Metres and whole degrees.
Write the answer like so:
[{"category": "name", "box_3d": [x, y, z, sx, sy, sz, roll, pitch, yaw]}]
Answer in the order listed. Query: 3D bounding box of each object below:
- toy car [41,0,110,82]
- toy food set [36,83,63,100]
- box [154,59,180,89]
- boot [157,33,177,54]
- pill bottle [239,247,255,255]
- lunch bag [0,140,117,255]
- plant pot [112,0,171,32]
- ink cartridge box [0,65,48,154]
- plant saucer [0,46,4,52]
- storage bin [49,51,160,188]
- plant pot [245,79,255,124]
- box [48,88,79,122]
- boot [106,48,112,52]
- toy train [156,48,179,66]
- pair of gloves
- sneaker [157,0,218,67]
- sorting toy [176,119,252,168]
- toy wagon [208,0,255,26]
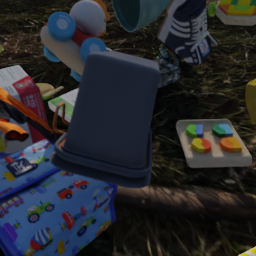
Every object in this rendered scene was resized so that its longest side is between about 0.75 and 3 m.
[{"category": "toy car", "box_3d": [-1.136, -2.748, 7.987, 1.926, 2.007, 2.177, 37, 75, -12]}, {"category": "toy food set", "box_3d": [-3.387, -1.337, 10.519, 1.756, 0.353, 1.213, 13, 32, 25]}, {"category": "box", "box_3d": [1.245, -2.201, 11.356, 1.355, 0.584, 1.110, -25, 44, -29]}, {"category": "boot", "box_3d": [1.990, -4.142, 13.038, 1.707, 0.905, 2.593, 15, 25, -35]}, {"category": "pill bottle", "box_3d": [2.617, 2.511, 5.052, 1.572, 0.820, 0.820, -16, 40, -19]}, {"category": "lunch bag", "box_3d": [-1.969, 1.374, 5.976, 2.146, 1.341, 2.850, -30, 50, -35]}, {"category": "plant pot", "box_3d": [0.540, -4.822, 9.992, 1.581, 2.360, 2.360, -22, 42, -18]}, {"category": "ink cartridge box", "box_3d": [-3.871, -0.330, 7.881, 2.583, 1.868, 1.877, -23, 43, -27]}, {"category": "plant saucer", "box_3d": [-4.656, -2.586, 8.331, 1.777, 0.276, 1.777, 24, 12, -6]}, {"category": "storage bin", "box_3d": [-0.254, -0.396, 4.590, 1.723, 1.590, 2.368, 14, 16, 2]}, {"category": "plant pot", "box_3d": [2.949, -0.622, 5.742, 0.897, 0.924, 0.903, -28, 11, 7]}, {"category": "box", "box_3d": [-1.567, -0.908, 9.888, 1.990, 0.362, 1.436, -30, 47, -34]}, {"category": "boot", "box_3d": [-1.441, -3.177, 12.715, 1.444, 0.523, 1.042, -3, 37, 9]}, {"category": "toy train", "box_3d": [1.785, -3.127, 12.608, 0.835, 0.624, 1.465, 10, 34, -9]}, {"category": "pair of gloves", "box_3d": [-2.289, -0.350, 5.016, 1.973, 0.274, 2.214, 37, 2, 8]}, {"category": "sneaker", "box_3d": [1.751, -2.631, 7.296, 1.554, 2.864, 1.004, 45, 83, 1]}, {"category": "sorting toy", "box_3d": [2.452, 0.345, 8.246, 1.799, 0.354, 1.943, -1, 38, -2]}, {"category": "toy wagon", "box_3d": [2.942, -3.280, 6.876, 1.536, 0.392, 1.980, 15, 65, 26]}]
